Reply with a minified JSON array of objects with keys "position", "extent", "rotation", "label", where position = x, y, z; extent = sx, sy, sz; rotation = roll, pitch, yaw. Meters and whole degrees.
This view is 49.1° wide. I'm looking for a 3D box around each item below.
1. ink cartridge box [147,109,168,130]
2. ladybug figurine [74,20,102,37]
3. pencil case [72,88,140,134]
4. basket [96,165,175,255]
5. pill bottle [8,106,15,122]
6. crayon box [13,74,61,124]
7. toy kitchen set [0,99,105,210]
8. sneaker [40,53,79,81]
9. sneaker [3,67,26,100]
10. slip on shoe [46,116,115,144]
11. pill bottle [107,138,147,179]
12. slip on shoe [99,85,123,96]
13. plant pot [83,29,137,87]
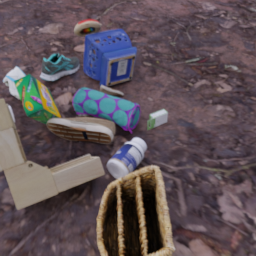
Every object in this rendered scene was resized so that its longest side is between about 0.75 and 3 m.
[{"position":[1.082,-0.326,10.993],"extent":[0.960,0.498,0.285],"rotation":[-23,46,-21],"label":"ink cartridge box"},{"position":[-1.796,-4.464,12.426],"extent":[1.253,0.851,0.451],"rotation":[-13,73,-3],"label":"ladybug figurine"},{"position":[-0.845,-0.718,10.984],"extent":[2.554,1.087,1.180],"rotation":[17,82,16],"label":"pencil case"},{"position":[0.059,2.399,7.140],"extent":[1.770,1.848,2.481],"rotation":[-1,44,-2],"label":"basket"},{"position":[-5.201,-0.354,10.779],"extent":[1.433,0.812,0.812],"rotation":[-16,46,-16],"label":"pill bottle"},{"position":[-3.210,-0.939,10.152],"extent":[0.638,2.190,1.301],"rotation":[-24,83,-2],"label":"crayon box"},{"position":[-2.750,0.520,8.915],"extent":[2.678,2.969,2.422],"rotation":[-19,2,-22],"label":"toy kitchen set"},{"position":[-3.179,-3.092,13.379],"extent":[0.934,1.098,2.406],"rotation":[24,39,21],"label":"sneaker"},{"position":[-4.340,-1.512,11.925],"extent":[0.976,0.925,2.417],"rotation":[-43,69,-7],"label":"sneaker"},{"position":[-1.700,-0.053,10.287],"extent":[2.520,0.958,0.763],"rotation":[6,50,13],"label":"slip on shoe"},{"position":[0.012,0.986,9.370],"extent":[0.810,0.810,1.458],"rotation":[23,46,23],"label":"pill bottle"},{"position":[-0.728,-1.531,12.200],"extent":[1.149,0.348,0.437],"rotation":[14,8,-39],"label":"slip on shoe"},{"position":[-0.763,-3.113,12.849],"extent":[2.003,2.003,1.801],"rotation":[-19,52,-27],"label":"plant pot"}]
